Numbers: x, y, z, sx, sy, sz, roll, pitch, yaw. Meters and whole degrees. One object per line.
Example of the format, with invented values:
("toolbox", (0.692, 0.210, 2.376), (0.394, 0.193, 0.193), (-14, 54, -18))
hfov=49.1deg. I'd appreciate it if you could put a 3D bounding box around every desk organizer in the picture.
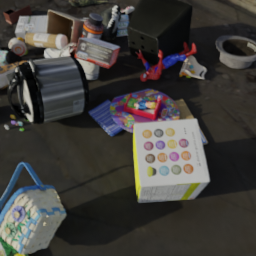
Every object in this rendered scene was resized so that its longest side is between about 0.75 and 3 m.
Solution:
("desk organizer", (-5.831, -6.070, 14.849), (0.498, 0.535, 1.390), (32, 58, 24))

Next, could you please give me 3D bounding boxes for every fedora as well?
("fedora", (4.735, -3.219, 12.285), (1.955, 0.883, 1.729), (7, 51, 5))

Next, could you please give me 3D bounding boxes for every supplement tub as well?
("supplement tub", (-1.636, -4.189, 12.482), (0.888, 1.660, 0.888), (15, 42, -14))

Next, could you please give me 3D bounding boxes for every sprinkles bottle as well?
("sprinkles bottle", (-3.666, -3.902, 12.553), (1.853, 0.632, 0.632), (10, 51, 16))

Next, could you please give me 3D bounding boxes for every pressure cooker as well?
("pressure cooker", (-2.821, -1.287, 9.634), (2.495, 2.194, 2.228), (-18, 16, -27))

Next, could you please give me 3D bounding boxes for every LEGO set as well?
("LEGO set", (0.502, -5.486, 14.350), (2.432, 0.597, 1.817), (-6, 51, -1))

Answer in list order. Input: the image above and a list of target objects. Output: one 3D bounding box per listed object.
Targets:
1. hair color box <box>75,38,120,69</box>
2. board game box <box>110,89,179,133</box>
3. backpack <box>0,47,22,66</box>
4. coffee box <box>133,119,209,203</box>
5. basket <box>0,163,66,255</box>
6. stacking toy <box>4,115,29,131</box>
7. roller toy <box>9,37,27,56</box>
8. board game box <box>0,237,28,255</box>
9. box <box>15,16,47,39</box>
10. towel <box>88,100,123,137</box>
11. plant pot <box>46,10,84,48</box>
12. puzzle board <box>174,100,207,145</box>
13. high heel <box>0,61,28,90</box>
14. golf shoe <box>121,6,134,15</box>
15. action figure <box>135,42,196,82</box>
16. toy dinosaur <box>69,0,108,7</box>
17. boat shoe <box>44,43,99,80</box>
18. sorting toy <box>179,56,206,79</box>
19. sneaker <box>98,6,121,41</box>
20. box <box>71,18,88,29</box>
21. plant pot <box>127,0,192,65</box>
("hair color box", (-1.138, -2.998, 11.040), (1.324, 0.763, 2.387), (18, 17, -2))
("board game box", (0.613, -0.849, 10.184), (2.569, 0.500, 2.030), (-16, 49, -21))
("backpack", (-5.295, -2.983, 12.056), (1.150, 0.960, 0.728), (11, 72, 21))
("coffee box", (1.073, 1.003, 8.009), (1.786, 1.806, 1.803), (-4, 63, -2))
("basket", (-2.670, 2.088, 7.348), (1.961, 1.364, 1.729), (35, 102, 37))
("stacking toy", (-4.064, -0.176, 10.247), (0.759, 0.178, 0.572), (8, 51, 6))
("roller toy", (-5.040, -3.680, 12.742), (0.720, 0.789, 0.551), (-19, 48, -13))
("board game box", (-2.919, 3.834, 6.901), (1.277, 0.286, 2.438), (-28, 56, -24))
("box", (-4.548, -5.101, 14.142), (1.966, 0.405, 1.533), (-5, 51, -3))
("towel", (-0.664, -0.390, 10.334), (1.024, 0.169, 1.414), (-36, 65, -27))
("plant pot", (-2.751, -4.468, 12.938), (1.484, 1.486, 1.315), (28, 32, 19))
("puzzle board", (1.650, -0.083, 10.158), (1.647, 0.190, 2.186), (-12, 53, -12))
("high heel", (-5.258, -2.178, 11.694), (2.801, 1.000, 1.996), (-4, 24, 15))
("golf shoe", (-0.061, -6.289, 15.189), (0.904, 0.328, 0.416), (-23, 58, -7))
("action figure", (1.458, -2.990, 11.641), (2.713, 1.343, 0.885), (-38, 31, -11))
("toy dinosaur", (-2.281, -7.313, 15.914), (2.159, 0.512, 0.951), (-9, 66, -8))
("boat shoe", (-2.381, -3.074, 11.811), (2.746, 1.171, 1.014), (29, 36, 20))
("sorting toy", (2.788, -2.426, 11.884), (1.036, 0.615, 1.151), (20, 51, 6))
("sneaker", (-1.084, -5.157, 13.938), (1.168, 0.858, 2.582), (-1, 51, 14))
("box", (-2.453, -5.137, 14.198), (1.466, 0.354, 1.161), (2, 50, 2))
("plant pot", (1.215, -4.161, 12.295), (2.318, 2.323, 2.061), (30, 66, 22))
